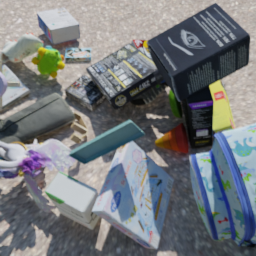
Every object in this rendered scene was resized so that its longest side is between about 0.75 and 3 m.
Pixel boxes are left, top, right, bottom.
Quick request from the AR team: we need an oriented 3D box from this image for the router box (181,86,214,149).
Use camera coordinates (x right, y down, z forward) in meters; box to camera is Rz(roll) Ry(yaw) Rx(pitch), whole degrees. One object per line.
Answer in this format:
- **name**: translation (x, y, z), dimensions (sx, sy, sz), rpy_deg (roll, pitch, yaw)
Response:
- **router box**: translation (2.029, -1.124, 8.759), dimensions (0.734, 2.143, 2.873), rpy_deg (-9, 52, 9)

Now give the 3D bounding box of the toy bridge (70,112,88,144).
- **toy bridge**: translation (-1.520, 0.042, 8.794), dimensions (0.540, 0.219, 1.607), rpy_deg (32, 20, -24)

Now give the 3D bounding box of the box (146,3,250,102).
- **box**: translation (1.755, -1.915, 7.151), dimensions (2.068, 1.079, 1.530), rpy_deg (-27, 56, 5)

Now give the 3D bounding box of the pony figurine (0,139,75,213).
- **pony figurine**: translation (-2.697, 0.903, 7.250), dimensions (2.266, 1.955, 2.348), rpy_deg (41, 18, 33)

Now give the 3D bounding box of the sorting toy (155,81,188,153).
- **sorting toy**: translation (1.189, -0.525, 8.919), dimensions (0.987, 0.994, 2.866), rpy_deg (-13, 73, 19)

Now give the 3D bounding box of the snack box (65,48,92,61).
- **snack box**: translation (-2.031, -3.008, 11.480), dimensions (1.042, 0.193, 0.606), rpy_deg (-2, 53, -1)

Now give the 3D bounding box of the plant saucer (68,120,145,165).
- **plant saucer**: translation (-0.505, 0.343, 6.386), dimensions (1.749, 0.611, 0.166), rpy_deg (-27, 50, 21)

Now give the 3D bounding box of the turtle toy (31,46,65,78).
- **turtle toy**: translation (-2.957, -2.427, 10.361), dimensions (1.067, 1.465, 0.740), rpy_deg (37, 44, -24)

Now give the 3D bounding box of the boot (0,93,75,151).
- **boot**: translation (-3.450, -0.424, 9.020), dimensions (2.705, 0.982, 2.460), rpy_deg (-39, 74, -19)

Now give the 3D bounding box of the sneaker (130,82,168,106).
- **sneaker**: translation (0.886, -1.443, 10.073), dimensions (1.858, 0.697, 1.073), rpy_deg (-30, 11, 9)

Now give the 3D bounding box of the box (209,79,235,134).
- **box**: translation (2.983, -0.712, 9.143), dimensions (0.570, 0.856, 2.274), rpy_deg (-19, 48, 27)

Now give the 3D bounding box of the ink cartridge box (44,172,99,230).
- **ink cartridge box**: translation (-1.281, 1.834, 6.930), dimensions (1.084, 1.486, 0.625), rpy_deg (22, 59, 16)

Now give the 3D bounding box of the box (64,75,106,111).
- **box**: translation (-1.451, -1.281, 10.071), dimensions (1.311, 0.326, 1.034), rpy_deg (30, 58, 21)

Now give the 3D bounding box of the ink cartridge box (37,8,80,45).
- **ink cartridge box**: translation (-3.062, -4.493, 12.080), dimensions (1.303, 0.729, 1.909), rpy_deg (-22, 56, -24)

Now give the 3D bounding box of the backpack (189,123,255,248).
- **backpack**: translation (2.535, 1.364, 6.380), dimensions (2.046, 2.784, 2.548), rpy_deg (-13, 60, 6)

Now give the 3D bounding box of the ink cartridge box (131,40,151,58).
- **ink cartridge box**: translation (0.836, -2.719, 10.769), dimensions (1.221, 0.583, 1.391), rpy_deg (-6, 56, -26)

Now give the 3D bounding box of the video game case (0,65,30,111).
- **video game case**: translation (-4.665, -1.394, 10.086), dimensions (1.549, 0.187, 1.699), rpy_deg (-39, 66, -22)

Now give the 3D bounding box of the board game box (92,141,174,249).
- **board game box**: translation (0.246, 1.639, 6.975), dimensions (0.406, 1.967, 1.972), rpy_deg (-18, 38, 42)

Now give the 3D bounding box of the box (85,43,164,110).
- **box**: translation (-0.172, -1.811, 9.316), dimensions (1.915, 0.583, 2.375), rpy_deg (-34, 42, -5)

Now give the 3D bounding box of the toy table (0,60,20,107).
- **toy table**: translation (-3.938, -1.256, 8.035), dimensions (1.517, 1.395, 0.889), rpy_deg (17, 12, 11)

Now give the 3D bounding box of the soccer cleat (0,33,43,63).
- **soccer cleat**: translation (-4.069, -2.937, 10.667), dimensions (2.464, 0.854, 0.956), rpy_deg (5, 66, 43)
